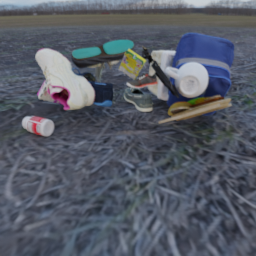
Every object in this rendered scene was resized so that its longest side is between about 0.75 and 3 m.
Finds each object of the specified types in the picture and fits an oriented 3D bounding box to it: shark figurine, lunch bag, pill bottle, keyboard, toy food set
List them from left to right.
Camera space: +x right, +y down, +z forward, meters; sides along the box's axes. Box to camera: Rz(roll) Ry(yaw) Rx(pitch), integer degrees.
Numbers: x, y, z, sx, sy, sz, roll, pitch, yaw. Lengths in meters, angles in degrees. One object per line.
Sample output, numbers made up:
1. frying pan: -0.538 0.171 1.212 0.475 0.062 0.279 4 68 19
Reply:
1. pill bottle: -3.073 -0.080 9.497 1.014 0.569 0.569 13 28 26
2. shark figurine: -1.334 -2.808 12.453 0.947 2.270 1.356 -3 34 -42
3. keyboard: 0.834 -1.363 7.229 0.229 1.410 2.220 -35 -6 10
4. lunch bag: 2.486 -1.659 10.161 1.983 2.919 1.931 12 65 7
5. toy food set: 2.116 -0.691 8.623 1.976 0.575 2.863 -17 -3 25

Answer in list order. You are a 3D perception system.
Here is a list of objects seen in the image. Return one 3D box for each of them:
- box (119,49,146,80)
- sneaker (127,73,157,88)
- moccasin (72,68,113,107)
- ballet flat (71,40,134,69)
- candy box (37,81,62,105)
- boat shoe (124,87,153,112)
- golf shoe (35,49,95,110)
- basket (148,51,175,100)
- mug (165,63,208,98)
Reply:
1. box: 0.127 -1.985 8.686 0.653 1.114 0.269 34 71 -2
2. sneaker: 0.441 -1.543 8.923 1.083 0.444 0.417 -12 29 -26
3. moccasin: -1.581 -1.706 11.042 2.952 1.007 1.188 25 16 31
4. ballet flat: -0.968 -2.814 10.953 2.483 0.907 0.907 -14 27 -9
5. candy box: -3.068 -1.442 11.581 1.109 0.756 0.338 12 37 -44
6. boat shoe: 0.435 -1.440 12.172 0.880 0.746 2.416 -8 26 -16
7. golf shoe: -2.463 -1.727 9.846 2.824 1.064 1.292 43 48 13
8. basket: 2.406 -2.308 12.057 2.894 1.962 1.785 -1 21 -20
9. mug: 1.703 -1.448 8.275 1.312 0.968 1.150 27 25 5
